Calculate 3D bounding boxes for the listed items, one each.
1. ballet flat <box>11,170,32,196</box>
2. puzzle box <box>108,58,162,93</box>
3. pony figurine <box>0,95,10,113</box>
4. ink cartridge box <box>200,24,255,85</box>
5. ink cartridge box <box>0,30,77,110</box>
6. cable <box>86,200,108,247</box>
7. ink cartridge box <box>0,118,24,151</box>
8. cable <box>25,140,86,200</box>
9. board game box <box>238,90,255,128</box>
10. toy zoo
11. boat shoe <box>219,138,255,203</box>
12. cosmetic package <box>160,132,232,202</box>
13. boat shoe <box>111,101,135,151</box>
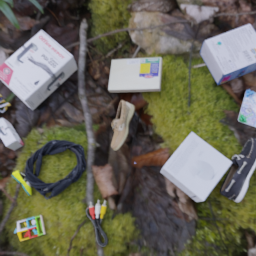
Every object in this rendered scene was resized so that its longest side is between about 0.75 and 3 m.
[{"bbox_3d":[-3.905,2.040,10.532,1.133,0.379,0.380,43,64,13],"label":"ballet flat"},{"bbox_3d":[0.294,-2.146,11.455,2.146,0.273,1.428,1,72,16],"label":"puzzle box"},{"bbox_3d":[-5.423,-0.880,11.217,0.987,0.851,1.022,46,64,2],"label":"pony figurine"},{"bbox_3d":[4.590,-3.118,11.670,2.562,0.978,1.748,-22,75,-4],"label":"ink cartridge box"},{"bbox_3d":[-3.676,-2.356,11.394,1.908,1.111,2.620,41,76,11],"label":"ink cartridge box"},{"bbox_3d":[-1.139,3.439,10.088,0.783,0.406,1.613,-5,74,1],"label":"cable"},{"bbox_3d":[-4.614,0.254,10.792,0.471,0.808,1.110,-33,77,-9],"label":"ink cartridge box"},{"bbox_3d":[-2.716,1.404,10.657,2.341,0.595,1.910,-42,73,-9],"label":"cable"},{"bbox_3d":[5.378,-0.704,11.394,1.465,0.190,1.465,20,75,5],"label":"board game box"},{"bbox_3d":[-3.601,3.660,10.178,1.065,0.109,0.698,-16,75,-4],"label":"toy zoo"},{"bbox_3d":[4.154,1.462,10.429,0.762,0.933,2.526,24,84,2],"label":"boat shoe"},{"bbox_3d":[2.431,1.454,10.294,1.779,1.094,1.773,40,78,10],"label":"cosmetic package"},{"bbox_3d":[-0.337,-0.093,10.325,0.606,0.669,1.878,25,70,-23],"label":"boat shoe"}]
